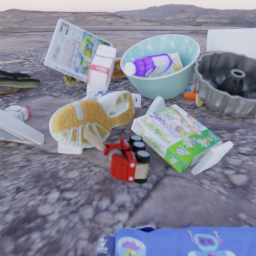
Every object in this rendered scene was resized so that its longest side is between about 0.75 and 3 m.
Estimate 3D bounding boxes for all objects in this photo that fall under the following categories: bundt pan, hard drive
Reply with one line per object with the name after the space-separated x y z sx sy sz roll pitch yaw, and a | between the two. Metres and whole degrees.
3.287 -1.323 8.821 2.664 1.000 2.664 3 45 -3 | bundt pan
1.723 0.601 5.697 0.971 0.640 0.130 -11 51 -50 | hard drive

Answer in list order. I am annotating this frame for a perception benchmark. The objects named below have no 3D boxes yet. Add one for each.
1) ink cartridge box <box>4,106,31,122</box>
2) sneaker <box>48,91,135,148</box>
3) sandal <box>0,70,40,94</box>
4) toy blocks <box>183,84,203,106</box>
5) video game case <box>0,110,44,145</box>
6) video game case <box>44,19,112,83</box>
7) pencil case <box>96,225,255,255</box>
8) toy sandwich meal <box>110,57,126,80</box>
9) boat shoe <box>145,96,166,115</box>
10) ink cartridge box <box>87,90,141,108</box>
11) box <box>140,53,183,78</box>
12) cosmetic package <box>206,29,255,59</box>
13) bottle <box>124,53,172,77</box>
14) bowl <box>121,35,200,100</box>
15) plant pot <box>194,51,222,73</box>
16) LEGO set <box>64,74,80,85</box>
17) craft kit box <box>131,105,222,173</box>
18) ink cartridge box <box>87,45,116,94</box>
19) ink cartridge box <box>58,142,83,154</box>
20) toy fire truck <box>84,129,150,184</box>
-3.448 -0.382 8.501 0.604 0.351 0.838 4 24 8 | ink cartridge box
-1.012 -0.216 6.983 1.272 1.098 2.902 -2 12 32 | sneaker
-4.852 -1.741 11.177 2.840 0.810 1.128 0 36 -48 | sandal
2.557 -1.231 10.111 1.741 0.632 1.451 16 29 35 | toy blocks
-3.555 -0.192 6.015 2.532 0.325 2.785 7 -14 10 | video game case
-1.991 -3.193 11.988 2.626 0.317 2.880 21 49 -22 | video game case
0.947 1.581 3.111 2.561 0.999 1.112 -1 47 -6 | pencil case
-1.101 -3.111 14.009 2.817 0.965 2.817 0 23 0 | toy sandwich meal
0.822 -0.242 7.885 0.718 0.703 2.015 32 31 0 | boat shoe
-0.462 -0.836 8.898 1.743 0.323 0.826 3 37 2 | ink cartridge box
1.195 -2.083 10.357 1.505 0.846 0.763 -30 21 -19 | box
5.056 -3.240 12.699 2.693 2.240 2.253 2 24 7 | cosmetic package
0.641 -1.980 8.959 1.679 0.701 0.548 -18 72 -37 | bottle
1.266 -2.090 10.384 2.817 1.473 2.817 -11 43 10 | bowl
3.499 -2.032 10.977 2.085 0.962 2.085 16 -16 5 | plant pot
-2.564 -2.374 12.766 0.811 0.611 1.055 -3 24 -7 | LEGO set
1.155 0.161 6.603 1.557 0.382 1.577 -24 54 -38 | craft kit box
-1.008 -2.144 10.680 0.726 1.247 1.713 12 48 -3 | ink cartridge box
-1.382 0.306 6.899 0.568 0.323 0.779 4 23 -6 | ink cartridge box
-0.270 0.514 5.693 1.276 0.821 1.123 2 23 -11 | toy fire truck
